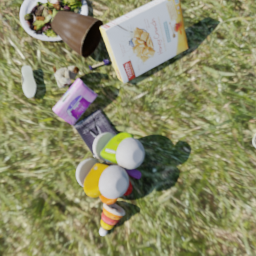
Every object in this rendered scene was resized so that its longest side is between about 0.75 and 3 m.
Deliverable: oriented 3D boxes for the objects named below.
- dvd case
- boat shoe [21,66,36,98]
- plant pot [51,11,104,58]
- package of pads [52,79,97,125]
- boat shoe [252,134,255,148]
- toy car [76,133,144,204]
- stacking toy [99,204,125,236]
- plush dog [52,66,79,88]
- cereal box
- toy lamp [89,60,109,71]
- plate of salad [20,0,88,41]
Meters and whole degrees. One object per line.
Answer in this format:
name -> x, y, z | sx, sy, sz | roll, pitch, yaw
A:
dvd case -> -1.084, 0.199, 9.901 | 1.125, 0.121, 1.513 | -34, 74, -11
boat shoe -> -3.695, -1.651, 10.367 | 0.464, 0.388, 1.298 | -6, 71, -24
plant pot -> -1.980, -3.628, 10.408 | 1.596, 1.491, 1.491 | 30, 74, 8
package of pads -> -1.823, -0.887, 9.713 | 1.442, 0.869, 0.546 | -51, 38, 0
boat shoe -> 4.955, -0.136, 9.770 | 0.671, 0.567, 1.882 | 25, 74, 6
toy car -> -0.339, 1.303, 8.792 | 1.709, 1.995, 2.280 | 42, 69, -33
stacking toy -> -0.608, 2.939, 8.835 | 0.741, 0.741, 1.015 | 24, 92, 8
plush dog -> -2.144, -1.926, 9.959 | 0.851, 0.991, 0.795 | -27, 99, -20
cereal box -> 0.664, -3.168, 9.984 | 2.930, 2.108, 0.579 | -31, 40, -10
toy lamp -> -1.103, -2.411, 10.707 | 0.776, 0.226, 0.226 | -23, 73, -5
plate of salad -> -3.010, -4.727, 11.226 | 2.741, 0.658, 2.741 | 0, 73, -1
